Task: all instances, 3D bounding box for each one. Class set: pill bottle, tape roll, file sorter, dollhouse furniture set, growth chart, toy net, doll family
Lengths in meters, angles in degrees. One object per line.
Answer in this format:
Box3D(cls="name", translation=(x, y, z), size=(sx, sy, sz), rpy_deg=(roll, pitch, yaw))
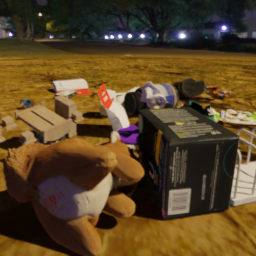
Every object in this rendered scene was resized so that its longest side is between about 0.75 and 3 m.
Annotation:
Box3D(cls="pill bottle", translation=(1.003, -1.233, 12.364), size=(2.277, 1.273, 1.273), rpy_deg=(-13, 22, -30))
Box3D(cls="tape roll", translation=(-0.858, -1.059, 12.003), size=(0.393, 1.125, 1.125), rpy_deg=(11, 20, 9))
Box3D(cls="file sorter", translation=(2.899, 0.751, 6.520), size=(2.003, 1.247, 1.390), rpy_deg=(-6, 20, -18))
Box3D(cls="dollhouse furniture set", translation=(-2.681, 0.181, 8.542), size=(1.467, 1.253, 2.830), rpy_deg=(28, 37, 29))
Box3D(cls="growth chart", translation=(4.871, -0.457, 11.690), size=(2.950, 0.262, 2.135), rpy_deg=(3, 18, 7))
Box3D(cls="toy net", translation=(0.965, -0.262, 7.918), size=(1.125, 2.144, 0.414), rpy_deg=(-9, 22, 30))
Box3D(cls="doll family", translation=(4.955, -1.820, 15.355), size=(1.553, 0.700, 0.964), rpy_deg=(11, 6, -24))

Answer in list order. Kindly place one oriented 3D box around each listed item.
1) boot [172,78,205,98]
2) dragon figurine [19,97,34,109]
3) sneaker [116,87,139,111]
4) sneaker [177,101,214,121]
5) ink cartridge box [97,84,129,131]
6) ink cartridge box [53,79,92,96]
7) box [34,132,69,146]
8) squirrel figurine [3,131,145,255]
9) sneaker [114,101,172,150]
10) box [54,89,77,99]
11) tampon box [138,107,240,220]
Box3D(cls="boot", translation=(3.019, -2.323, 16.298), size=(1.934, 1.083, 2.796), rpy_deg=(8, 7, 36))
Box3D(cls="dragon figurine", translation=(-4.834, -1.239, 13.261), size=(0.301, 1.022, 0.508), rpy_deg=(30, 69, 23))
Box3D(cls="sneaker", translation=(0.316, -1.302, 13.412), size=(2.434, 0.930, 0.980), rpy_deg=(-25, 37, -37))
Box3D(cls="sneaker", translation=(2.261, -0.572, 10.682), size=(0.899, 1.006, 2.519), rpy_deg=(-10, 16, -35))
Box3D(cls="ink cartridge box", translation=(-0.470, -0.664, 9.914), size=(0.507, 1.778, 1.445), rpy_deg=(-14, 18, 9))
Box3D(cls="ink cartridge box", translation=(-3.456, -2.495, 17.236), size=(1.985, 0.697, 2.443), rpy_deg=(-8, 17, -21))
Box3D(cls="box", translation=(-2.486, 0.416, 8.550), size=(0.892, 0.281, 1.620), rpy_deg=(3, 29, 7))
Box3D(cls="squirrel figurine", translation=(-0.920, 0.800, 5.555), size=(2.615, 1.851, 2.441), rpy_deg=(9, 17, 21))
Box3D(cls="sneaker", translation=(0.814, -0.179, 8.995), size=(2.831, 1.408, 0.984), rpy_deg=(-6, 20, -19))
Box3D(cls="box", translation=(-3.509, -1.919, 15.892), size=(0.743, 0.234, 1.350), rpy_deg=(9, 22, 15))
Box3D(cls="tampon box", translation=(1.128, 0.616, 6.226), size=(1.399, 1.660, 2.216), rpy_deg=(-4, 19, -12))
